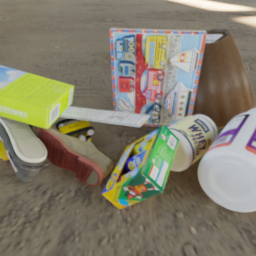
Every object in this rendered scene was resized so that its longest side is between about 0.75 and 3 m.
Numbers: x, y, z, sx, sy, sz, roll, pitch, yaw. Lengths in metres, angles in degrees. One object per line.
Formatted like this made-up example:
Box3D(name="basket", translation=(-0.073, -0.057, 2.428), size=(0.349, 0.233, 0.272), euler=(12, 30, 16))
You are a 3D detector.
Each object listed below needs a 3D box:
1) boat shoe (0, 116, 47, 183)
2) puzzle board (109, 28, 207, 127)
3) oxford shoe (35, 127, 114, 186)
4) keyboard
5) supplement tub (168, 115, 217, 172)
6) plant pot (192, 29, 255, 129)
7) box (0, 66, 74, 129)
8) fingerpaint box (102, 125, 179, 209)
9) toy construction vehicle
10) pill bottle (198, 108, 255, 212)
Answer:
Box3D(name="boat shoe", translation=(-2.699, 0.174, 6.718), size=(0.906, 0.772, 2.709), euler=(4, 33, -39))
Box3D(name="puzzle board", translation=(0.687, -1.127, 7.364), size=(2.232, 2.962, 0.258), euler=(3, 43, 5))
Box3D(name="oxford shoe", translation=(-1.270, 0.554, 6.491), size=(2.050, 0.722, 0.767), euler=(34, 36, 16))
Box3D(name="keyboard", translation=(-0.880, -0.325, 7.146), size=(2.768, 0.148, 0.779), euler=(7, 18, 20))
Box3D(name="supplement tub", translation=(1.406, 0.309, 6.708), size=(1.024, 1.024, 1.412), euler=(26, 39, 36))
Box3D(name="plant pot", translation=(2.484, -1.531, 8.138), size=(2.158, 2.309, 2.158), euler=(-13, 33, 9))
Box3D(name="box", translation=(-2.873, -0.891, 6.837), size=(2.656, 0.633, 1.620), euler=(16, 29, 3))
Box3D(name="fingerpaint box", translation=(0.273, 0.774, 5.711), size=(1.244, 0.547, 1.491), euler=(-34, 18, 41))
Box3D(name="toy construction vehicle", translation=(-2.516, 0.055, 7.583), size=(2.641, 0.930, 2.299), euler=(-19, 47, -23))
Box3D(name="pill bottle", translation=(2.641, 0.503, 6.118), size=(1.410, 1.410, 2.530), euler=(20, 37, 29))
